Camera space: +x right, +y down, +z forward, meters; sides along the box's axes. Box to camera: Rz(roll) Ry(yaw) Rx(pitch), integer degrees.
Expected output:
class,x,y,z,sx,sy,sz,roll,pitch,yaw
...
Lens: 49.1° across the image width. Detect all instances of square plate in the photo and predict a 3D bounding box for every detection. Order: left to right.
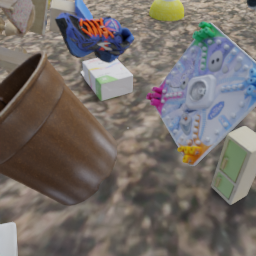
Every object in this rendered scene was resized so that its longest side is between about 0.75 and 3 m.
class,x,y,z,sx,sy,sz,roll,pitch,yaw
square plate,-3.420,2.992,4.770,2.906,0.417,2.933,-12,32,-18

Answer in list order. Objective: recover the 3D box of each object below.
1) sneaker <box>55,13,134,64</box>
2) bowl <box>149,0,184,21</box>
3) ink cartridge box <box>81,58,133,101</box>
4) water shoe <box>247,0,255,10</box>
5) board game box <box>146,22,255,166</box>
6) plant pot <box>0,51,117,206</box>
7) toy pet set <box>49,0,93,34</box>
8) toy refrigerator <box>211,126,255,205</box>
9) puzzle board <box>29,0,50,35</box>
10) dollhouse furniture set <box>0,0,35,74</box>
class,x,y,z,sx,sy,sz,roll,pitch,yaw
sneaker,-0.726,-2.291,6.715,1.036,0.995,2.642,-28,-4,25
bowl,2.321,-7.212,16.441,2.091,1.125,2.091,1,42,-1
ink cartridge box,-0.905,-2.084,10.787,1.332,0.766,2.275,-19,44,-20
water shoe,2.302,-2.251,4.768,0.467,0.423,1.184,21,38,-5
board game box,1.583,-0.840,6.397,0.321,2.480,2.480,13,37,-36
plant pot,-1.424,0.162,4.891,2.105,2.084,2.105,-30,35,24
toy pet set,-1.729,-3.938,8.811,1.258,2.369,2.212,5,46,-15
toy refrigerator,2.523,0.920,6.517,0.633,1.810,0.687,-22,45,-23
puzzle board,-2.976,-3.998,8.837,0.216,1.868,2.479,1,19,-39
dollhouse furniture set,-2.354,-2.568,7.110,1.186,2.071,2.428,16,81,-2
